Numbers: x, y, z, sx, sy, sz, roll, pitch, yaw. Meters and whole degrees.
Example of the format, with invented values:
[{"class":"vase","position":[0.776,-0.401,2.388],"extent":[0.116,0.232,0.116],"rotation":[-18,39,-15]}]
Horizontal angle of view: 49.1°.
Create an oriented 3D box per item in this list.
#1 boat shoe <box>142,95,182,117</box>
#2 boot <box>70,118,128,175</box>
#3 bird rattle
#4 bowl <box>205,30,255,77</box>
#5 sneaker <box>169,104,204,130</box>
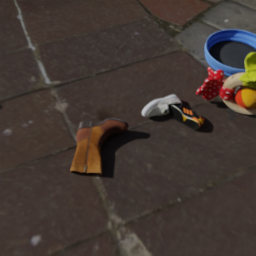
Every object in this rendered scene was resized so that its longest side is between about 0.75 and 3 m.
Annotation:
[{"class":"boat shoe","position":[1.341,-0.791,10.753],"extent":[1.701,0.626,0.568],"rotation":[-28,53,-21]},{"class":"boot","position":[-0.941,0.634,9.643],"extent":[1.907,0.694,2.026],"rotation":[1,53,0]},{"class":"bird rattle","position":[4.118,-1.313,10.223],"extent":[2.349,2.881,1.623],"rotation":[46,47,-19]},{"class":"bowl","position":[4.982,-3.403,12.806],"extent":[2.992,0.587,2.992],"rotation":[0,53,0]},{"class":"sneaker","position":[2.224,-0.483,10.681],"extent":[1.417,0.495,0.637],"rotation":[37,48,24]}]
